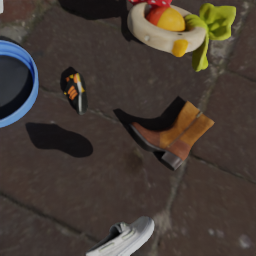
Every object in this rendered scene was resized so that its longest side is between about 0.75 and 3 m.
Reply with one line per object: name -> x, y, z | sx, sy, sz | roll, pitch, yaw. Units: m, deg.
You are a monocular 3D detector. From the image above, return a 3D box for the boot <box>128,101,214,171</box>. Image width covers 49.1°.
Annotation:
boot -> 1.263, -0.082, 8.277 | 1.907, 0.694, 2.026 | 37, 73, 13

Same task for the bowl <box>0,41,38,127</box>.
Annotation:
bowl -> -4.296, -1.352, 8.798 | 2.992, 0.587, 2.992 | 0, 70, 0

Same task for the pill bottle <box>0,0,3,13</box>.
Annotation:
pill bottle -> -5.803, -4.310, 9.376 | 2.730, 1.553, 1.553 | -11, 70, -4

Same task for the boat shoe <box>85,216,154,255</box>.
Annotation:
boat shoe -> -0.093, 2.077, 5.343 | 1.701, 0.626, 0.568 | -28, 87, -53

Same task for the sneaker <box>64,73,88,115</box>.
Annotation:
sneaker -> -1.675, -1.017, 8.785 | 0.637, 0.495, 1.417 | -13, 70, 13

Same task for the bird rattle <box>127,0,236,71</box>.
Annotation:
bird rattle -> 0.990, -2.650, 6.770 | 2.881, 1.623, 2.349 | 38, 45, 9
